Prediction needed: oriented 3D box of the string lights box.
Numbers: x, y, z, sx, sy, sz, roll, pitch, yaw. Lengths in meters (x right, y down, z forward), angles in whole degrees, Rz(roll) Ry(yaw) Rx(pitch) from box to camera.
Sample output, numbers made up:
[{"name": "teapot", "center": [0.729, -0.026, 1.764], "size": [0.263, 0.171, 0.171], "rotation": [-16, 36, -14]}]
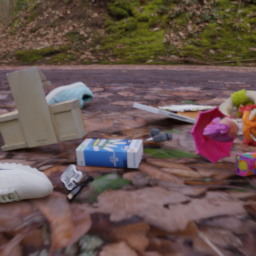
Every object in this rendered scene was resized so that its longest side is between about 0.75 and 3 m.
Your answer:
[{"name": "string lights box", "center": [-0.455, 0.645, 7.252], "size": [1.565, 0.461, 0.804], "rotation": [0, 19, 12]}]

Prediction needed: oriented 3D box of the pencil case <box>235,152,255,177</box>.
[{"name": "pencil case", "center": [3.215, 0.797, 6.665], "size": [1.354, 0.598, 0.598], "rotation": [-5, 17, -15]}]

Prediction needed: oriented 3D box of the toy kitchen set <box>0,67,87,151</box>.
[{"name": "toy kitchen set", "center": [-2.430, -0.770, 8.491], "size": [2.530, 2.064, 2.282], "rotation": [-9, 13, 16]}]

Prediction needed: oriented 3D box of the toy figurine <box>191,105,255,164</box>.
[{"name": "toy figurine", "center": [2.507, 0.071, 5.760], "size": [2.476, 2.019, 2.690], "rotation": [-10, -8, 25]}]

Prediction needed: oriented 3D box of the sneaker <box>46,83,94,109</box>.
[{"name": "sneaker", "center": [-2.776, -1.318, 13.357], "size": [1.175, 1.060, 2.869], "rotation": [37, 46, 18]}]

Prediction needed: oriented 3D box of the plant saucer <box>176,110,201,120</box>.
[{"name": "plant saucer", "center": [2.703, -0.575, 12.085], "size": [1.290, 0.241, 1.290], "rotation": [1, 16, 0]}]

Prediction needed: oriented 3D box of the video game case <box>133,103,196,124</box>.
[{"name": "video game case", "center": [1.447, -0.561, 10.936], "size": [2.110, 0.190, 1.511], "rotation": [12, 6, -36]}]

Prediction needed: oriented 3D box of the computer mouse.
[{"name": "computer mouse", "center": [-1.105, 1.108, 5.883], "size": [0.263, 0.658, 1.199], "rotation": [42, -7, -23]}]

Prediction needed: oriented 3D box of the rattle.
[{"name": "rattle", "center": [4.470, -0.038, 9.980], "size": [1.702, 1.867, 2.614], "rotation": [-28, 37, 1]}]

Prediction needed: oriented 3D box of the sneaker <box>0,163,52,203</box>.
[{"name": "sneaker", "center": [-2.482, 1.159, 5.437], "size": [2.024, 0.773, 0.815], "rotation": [6, 38, 9]}]

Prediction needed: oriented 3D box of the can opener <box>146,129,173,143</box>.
[{"name": "can opener", "center": [0.877, 0.205, 8.203], "size": [0.349, 0.437, 1.308], "rotation": [-10, -4, -17]}]

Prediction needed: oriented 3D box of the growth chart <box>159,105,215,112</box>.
[{"name": "growth chart", "center": [2.786, -0.910, 12.875], "size": [2.269, 0.201, 1.642], "rotation": [-6, 11, -33]}]
